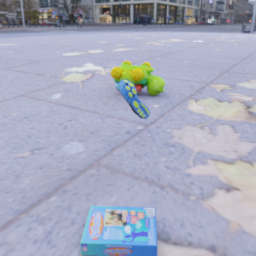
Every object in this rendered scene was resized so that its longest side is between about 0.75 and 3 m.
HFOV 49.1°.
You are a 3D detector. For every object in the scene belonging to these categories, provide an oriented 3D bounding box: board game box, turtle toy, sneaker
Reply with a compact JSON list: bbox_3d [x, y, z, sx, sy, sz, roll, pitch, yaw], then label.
[{"bbox_3d":[-0.138,1.940,5.342,1.355,0.305,1.030,2,24,3],"label":"board game box"},{"bbox_3d":[0.461,-2.366,13.720,2.779,1.404,2.025,9,27,18],"label":"turtle toy"},{"bbox_3d":[0.133,-0.837,8.713,0.498,1.404,0.582,-36,4,-19],"label":"sneaker"}]
